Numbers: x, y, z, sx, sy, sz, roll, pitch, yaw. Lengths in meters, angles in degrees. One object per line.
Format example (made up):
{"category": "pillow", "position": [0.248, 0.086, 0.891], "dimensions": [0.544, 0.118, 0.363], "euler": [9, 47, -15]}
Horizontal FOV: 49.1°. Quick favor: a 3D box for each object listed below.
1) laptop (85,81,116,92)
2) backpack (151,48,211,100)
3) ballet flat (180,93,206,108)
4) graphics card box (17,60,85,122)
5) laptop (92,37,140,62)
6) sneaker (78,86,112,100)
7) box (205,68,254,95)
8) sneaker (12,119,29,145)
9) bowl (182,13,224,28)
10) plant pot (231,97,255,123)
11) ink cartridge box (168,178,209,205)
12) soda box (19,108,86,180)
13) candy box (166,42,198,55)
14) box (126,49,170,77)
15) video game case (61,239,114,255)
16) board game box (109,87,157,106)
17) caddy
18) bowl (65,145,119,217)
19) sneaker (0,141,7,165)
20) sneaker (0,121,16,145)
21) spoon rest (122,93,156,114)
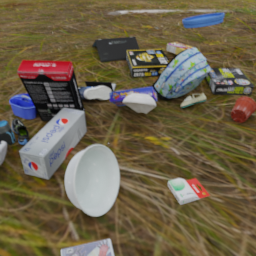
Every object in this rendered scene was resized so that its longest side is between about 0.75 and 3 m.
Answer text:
{"category": "laptop", "position": [-1.362, -2.240, 14.040], "dimensions": [1.301, 0.806, 1.390], "euler": [3, 35, 5]}
{"category": "backpack", "position": [2.474, -2.420, 12.714], "dimensions": [2.130, 2.611, 2.007], "euler": [-21, 58, -33]}
{"category": "ballet flat", "position": [2.922, -1.276, 12.817], "dimensions": [1.487, 0.464, 0.502], "euler": [-17, -1, -28]}
{"category": "graphics card box", "position": [-2.800, -1.294, 10.721], "dimensions": [1.822, 2.904, 0.739], "euler": [2, 55, 5]}
{"category": "laptop", "position": [-0.847, -5.254, 19.246], "dimensions": [2.785, 1.724, 2.975], "euler": [-9, 63, -13]}
{"category": "sneaker", "position": [-1.741, -1.670, 13.310], "dimensions": [1.226, 0.674, 1.674], "euler": [12, 17, 43]}
{"category": "box", "position": [5.164, -2.465, 14.636], "dimensions": [1.900, 0.525, 2.372], "euler": [1, 33, 1]}
{"category": "sneaker", "position": [-4.032, 0.063, 10.611], "dimensions": [0.482, 0.563, 1.358], "euler": [-2, 38, -37]}
{"category": "bowl", "position": [3.547, -5.074, 13.260], "dimensions": [1.916, 0.376, 1.916], "euler": [-9, 25, 4]}
{"category": "plant pot", "position": [4.791, -0.713, 11.761], "dimensions": [0.897, 0.897, 0.872], "euler": [23, 48, 30]}
{"category": "ink cartridge box", "position": [1.815, 1.820, 8.403], "dimensions": [1.004, 0.251, 0.808], "euler": [-13, 36, -16]}
{"category": "soda box", "position": [-2.489, 0.441, 9.806], "dimensions": [0.914, 0.984, 2.882], "euler": [10, 35, 15]}
{"category": "candy box", "position": [3.561, -5.191, 18.635], "dimensions": [1.056, 0.511, 1.811], "euler": [-21, 42, -35]}
{"category": "box", "position": [1.172, -3.901, 16.690], "dimensions": [2.285, 0.706, 2.861], "euler": [-2, 33, -6]}
{"category": "video game case", "position": [-0.866, 3.229, 6.325], "dimensions": [1.215, 0.153, 1.333], "euler": [-8, 34, -12]}
{"category": "board game box", "position": [0.247, -1.327, 12.095], "dimensions": [1.833, 0.410, 1.232], "euler": [-6, -6, 13]}
{"category": "caddy", "position": [-4.405, -1.029, 12.205], "dimensions": [1.549, 0.813, 1.095], "euler": [18, 38, 25]}
{"category": "bowl", "position": [-1.118, 1.427, 7.787], "dimensions": [0.866, 1.927, 1.927], "euler": [-4, 27, 34]}
{"category": "sneaker", "position": [-4.733, 0.984, 8.976], "dimensions": [1.096, 0.727, 1.927], "euler": [17, 35, -4]}
{"category": "sneaker", "position": [-5.034, 0.392, 10.108], "dimensions": [2.115, 0.866, 0.774], "euler": [-10, 28, 24]}
{"category": "spoon rest", "position": [0.565, -0.969, 11.523], "dimensions": [1.306, 0.797, 2.628], "euler": [6, 6, 11]}
